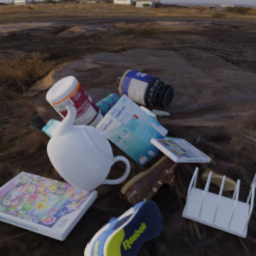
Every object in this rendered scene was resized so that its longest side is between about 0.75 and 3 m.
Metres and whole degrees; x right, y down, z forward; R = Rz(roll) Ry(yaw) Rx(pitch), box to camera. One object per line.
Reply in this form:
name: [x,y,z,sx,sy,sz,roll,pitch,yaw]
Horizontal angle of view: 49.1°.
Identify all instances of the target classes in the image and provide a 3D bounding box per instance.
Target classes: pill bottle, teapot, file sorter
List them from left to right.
pill bottle: [-2.090,-0.773,11.810,1.444,2.529,1.444,-23,37,18]
teapot: [-1.257,0.775,8.968,1.700,2.328,2.297,-39,65,6]
pill bottle: [0.934,-2.046,15.083,2.890,1.617,1.617,22,36,26]
file sorter: [2.674,2.094,8.211,1.787,1.113,1.240,14,35,20]

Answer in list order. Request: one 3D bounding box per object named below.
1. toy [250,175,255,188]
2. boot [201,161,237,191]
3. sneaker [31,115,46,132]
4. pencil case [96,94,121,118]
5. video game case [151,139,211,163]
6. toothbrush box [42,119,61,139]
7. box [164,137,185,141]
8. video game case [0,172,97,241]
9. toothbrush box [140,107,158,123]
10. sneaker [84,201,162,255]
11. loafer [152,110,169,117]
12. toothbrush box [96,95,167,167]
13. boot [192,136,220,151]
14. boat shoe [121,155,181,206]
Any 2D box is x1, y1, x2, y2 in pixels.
toy: [4.642,1.871,9.121,1.056,0.608,0.249,12,25,4]
boot: [3.345,1.556,9.594,1.155,0.502,1.388,-29,24,-31]
sneaker: [-4.046,-0.206,12.965,1.178,0.675,0.450,17,35,23]
pencil case: [-1.260,-0.986,14.077,1.004,0.925,2.173,7,27,34]
video game case: [1.846,0.793,9.756,1.852,0.167,1.326,7,23,-40]
toothbrush box: [-2.606,0.295,11.069,0.637,1.093,1.493,-52,33,-16]
box: [1.891,0.624,11.962,1.014,0.176,0.558,7,30,13]
video game case: [-2.738,2.271,8.681,2.946,0.265,2.109,10,24,17]
toothbrush box: [0.632,-0.408,12.960,0.929,0.541,1.270,-27,34,-18]
sneaker: [-0.037,2.685,7.302,1.123,1.010,2.731,-25,-8,34]
loafer: [1.653,-0.694,14.209,0.879,0.307,0.307,12,8,15]
toothbrush box: [0.193,0.070,10.878,2.329,0.993,1.705,40,37,-3]
boot: [3.181,0.705,11.441,1.008,0.401,1.158,23,-3,6]
boat shoe: [1.023,1.721,9.288,2.733,0.962,0.961,-31,61,-34]
